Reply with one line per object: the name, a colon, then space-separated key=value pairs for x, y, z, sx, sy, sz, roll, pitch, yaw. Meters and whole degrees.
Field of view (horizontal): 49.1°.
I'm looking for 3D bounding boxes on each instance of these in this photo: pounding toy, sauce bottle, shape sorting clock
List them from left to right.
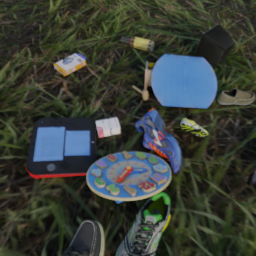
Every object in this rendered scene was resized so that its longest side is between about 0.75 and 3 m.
shape sorting clock: x=0.016 y=1.396 z=8.831 sx=2.665 sy=0.523 sz=2.665 roll=0 pitch=27 yaw=0
sauce bottle: x=0.470 y=-4.517 z=14.863 sx=1.770 sy=0.573 sz=0.573 roll=20 pitch=50 yaw=16
pounding toy: x=0.773 y=-2.263 z=12.368 sx=1.135 sy=1.132 sz=1.979 roll=4 pitch=47 yaw=4

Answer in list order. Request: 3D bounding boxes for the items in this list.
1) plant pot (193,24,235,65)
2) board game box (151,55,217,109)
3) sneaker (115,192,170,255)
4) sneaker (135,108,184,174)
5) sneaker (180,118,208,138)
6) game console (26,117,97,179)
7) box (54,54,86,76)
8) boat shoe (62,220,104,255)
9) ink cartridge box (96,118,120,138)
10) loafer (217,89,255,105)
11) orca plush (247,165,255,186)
plant pot: x=4.338 y=-3.980 z=13.894 sx=1.445 sy=1.448 sz=1.285 roll=-36 pitch=69 yaw=-29
board game box: x=2.334 y=-1.918 z=12.023 sx=2.871 sy=0.559 sz=2.268 roll=3 pitch=79 yaw=-8
sneaker: x=0.390 y=2.858 z=7.572 sx=1.050 sy=1.146 sz=2.691 roll=17 pitch=49 yaw=17
sneaker: x=1.113 y=0.565 z=9.942 sx=1.066 sy=1.023 sz=2.717 roll=-28 pitch=52 yaw=0
sneaker: x=2.518 y=-0.020 z=10.505 sx=1.186 sy=0.447 sz=0.453 roll=28 pitch=50 yaw=-15
game console: x=-2.348 y=0.615 z=10.174 sx=2.360 sy=0.414 sz=2.668 roll=-4 pitch=48 yaw=-4
box: x=-2.781 y=-3.139 z=13.742 sx=1.464 sy=0.304 sz=0.872 roll=-34 pitch=56 yaw=-27
boat shoe: x=-1.313 y=3.489 z=6.922 sx=0.936 sy=0.861 sz=2.620 roll=-1 pitch=52 yaw=25
ink cartridge box: x=-0.772 y=-0.013 z=10.795 sx=0.846 sy=0.350 sz=0.620 roll=-11 pitch=48 yaw=-10
loafer: x=4.634 y=-1.334 z=11.880 sx=1.635 sy=0.569 sz=0.615 roll=-6 pitch=47 yaw=-6
orca plush: x=5.299 y=1.586 z=9.156 sx=2.957 sy=1.051 sz=1.556 roll=-7 pitch=91 yaw=-2
